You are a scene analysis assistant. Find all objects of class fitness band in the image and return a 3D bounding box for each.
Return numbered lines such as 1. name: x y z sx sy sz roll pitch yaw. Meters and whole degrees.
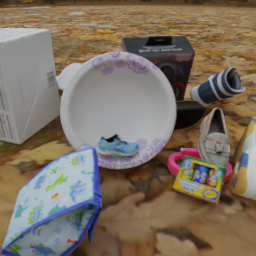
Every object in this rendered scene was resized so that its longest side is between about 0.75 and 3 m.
1. fitness band: 1.704 0.897 6.716 1.499 0.281 1.077 6 28 0

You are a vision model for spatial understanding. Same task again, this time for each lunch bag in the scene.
1. lunch bag: -1.088 1.246 4.676 1.070 1.680 1.428 38 18 -27

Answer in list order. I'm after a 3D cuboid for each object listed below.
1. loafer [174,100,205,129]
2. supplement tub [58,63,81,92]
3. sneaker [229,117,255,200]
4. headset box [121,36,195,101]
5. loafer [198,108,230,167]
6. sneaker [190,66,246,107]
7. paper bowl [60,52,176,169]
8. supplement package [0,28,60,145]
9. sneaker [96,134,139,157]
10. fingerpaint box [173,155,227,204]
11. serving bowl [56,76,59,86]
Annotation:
1. loafer: 1.089 -0.550 8.532 2.535 0.925 0.904 -5 52 -8
2. supplement tub: -1.397 -1.234 8.968 1.001 1.518 1.001 -15 57 24
3. sneaker: 3.177 0.747 6.565 1.197 1.023 2.717 20 41 15
4. headset box: 0.793 -1.654 8.779 2.013 2.709 1.016 -4 46 -10
5. loafer: 2.154 0.217 6.968 0.702 0.614 1.953 15 39 -1
6. sneaker: 3.375 -1.519 9.646 1.479 0.955 2.726 -27 1 43
7. paper bowl: -0.281 -0.414 6.848 2.641 2.641 1.374 -5 7 -9
8. supplement package: -3.350 -1.339 8.243 1.545 2.787 2.170 10 29 17
9. sneaker: -0.200 0.371 6.273 0.986 0.444 0.387 2 17 -25
10. fingerpaint box: 1.515 1.075 5.893 0.910 0.334 0.759 15 72 27
11. serving bowl: -2.522 -1.867 11.214 1.040 0.342 1.040 6 -2 0
